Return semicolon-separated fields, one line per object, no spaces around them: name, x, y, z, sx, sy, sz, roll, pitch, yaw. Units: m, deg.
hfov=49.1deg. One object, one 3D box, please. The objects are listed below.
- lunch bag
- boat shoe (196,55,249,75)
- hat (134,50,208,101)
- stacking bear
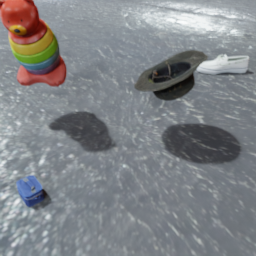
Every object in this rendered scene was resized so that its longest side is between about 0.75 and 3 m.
lunch bag;-2.692;1.727;7.715;0.550;0.536;0.810;-28;44;-32
boat shoe;4.828;-3.337;14.327;2.598;0.867;0.956;-3;36;-4
hat;1.462;-1.490;8.985;2.451;0.989;2.451;-23;26;12
stacking bear;-3.088;-2.806;8.921;1.716;2.826;1.607;2;61;4
